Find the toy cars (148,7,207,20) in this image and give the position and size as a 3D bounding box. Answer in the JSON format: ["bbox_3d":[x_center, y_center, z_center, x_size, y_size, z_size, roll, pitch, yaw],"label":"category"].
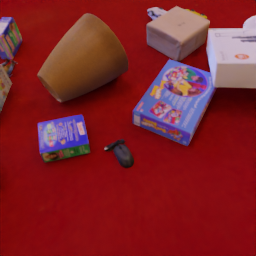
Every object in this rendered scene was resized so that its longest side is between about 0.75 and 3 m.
[{"bbox_3d":[1.737,-3.966,10.175,2.174,0.481,0.975,9,43,12],"label":"toy cars"}]

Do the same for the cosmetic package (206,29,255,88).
[{"bbox_3d":[3.441,-2.058,7.903,2.196,0.752,2.912,1,35,10],"label":"cosmetic package"}]

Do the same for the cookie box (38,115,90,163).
[{"bbox_3d":[-1.568,0.244,6.849,1.120,0.421,0.958,-12,52,-8],"label":"cookie box"}]

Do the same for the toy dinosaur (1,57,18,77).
[{"bbox_3d":[-3.684,-1.591,8.434,0.565,1.076,0.977,23,89,0],"label":"toy dinosaur"}]

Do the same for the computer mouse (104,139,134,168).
[{"bbox_3d":[-0.165,0.599,6.747,0.563,0.214,0.812,-26,56,-20],"label":"computer mouse"}]

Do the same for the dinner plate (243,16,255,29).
[{"bbox_3d":[5.368,-3.459,9.895,2.470,0.299,2.470,0,50,0],"label":"dinner plate"}]

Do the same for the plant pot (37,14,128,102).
[{"bbox_3d":[-1.373,-1.715,7.681,2.048,1.908,1.908,-42,62,-15],"label":"plant pot"}]

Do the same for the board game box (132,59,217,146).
[{"bbox_3d":[1.350,-0.785,7.626,1.569,0.523,2.334,24,56,17],"label":"board game box"}]

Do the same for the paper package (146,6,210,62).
[{"bbox_3d":[1.629,-3.147,9.291,1.509,0.819,1.583,38,62,26],"label":"paper package"}]

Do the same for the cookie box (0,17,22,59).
[{"bbox_3d":[-3.900,-2.898,9.051,0.395,0.900,1.052,2,52,6],"label":"cookie box"}]

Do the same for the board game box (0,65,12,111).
[{"bbox_3d":[-3.831,-0.879,7.445,0.783,0.797,1.520,3,58,4],"label":"board game box"}]
